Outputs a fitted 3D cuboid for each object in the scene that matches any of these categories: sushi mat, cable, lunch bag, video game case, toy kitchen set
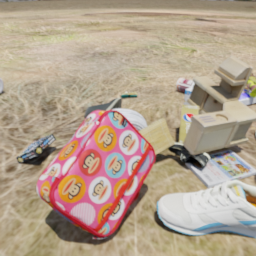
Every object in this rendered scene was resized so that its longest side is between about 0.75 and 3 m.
[{"bbox_3d":[0.393,0.572,8.481,2.088,0.999,0.126,-29,26,-11],"label":"sushi mat"},{"bbox_3d":[-0.259,0.204,8.783,1.776,1.776,0.615,14,41,-25],"label":"cable"},{"bbox_3d":[-0.551,1.125,6.648,1.076,2.313,2.626,1,51,52],"label":"lunch bag"},{"bbox_3d":[2.872,1.240,8.747,1.762,0.159,1.262,-11,31,-18],"label":"video game case"},{"bbox_3d":[2.553,-1.011,9.072,2.453,2.218,2.719,-9,40,-28],"label":"toy kitchen set"}]

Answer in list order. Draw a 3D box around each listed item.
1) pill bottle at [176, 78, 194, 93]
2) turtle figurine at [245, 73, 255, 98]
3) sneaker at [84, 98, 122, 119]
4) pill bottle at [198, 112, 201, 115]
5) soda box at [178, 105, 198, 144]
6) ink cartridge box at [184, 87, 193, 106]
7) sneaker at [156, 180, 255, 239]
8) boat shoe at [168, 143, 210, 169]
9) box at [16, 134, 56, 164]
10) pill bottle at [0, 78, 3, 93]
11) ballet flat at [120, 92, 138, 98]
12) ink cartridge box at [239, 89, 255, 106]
[{"bbox_3d":[3.084,-2.063,14.092,1.175,0.671,0.671,23,36,35],"label":"pill bottle"},{"bbox_3d":[5.884,-2.108,13.346,2.567,0.827,2.070,26,29,-29],"label":"turtle figurine"},{"bbox_3d":[-1.018,-0.852,11.877,1.014,0.714,1.908,15,34,20],"label":"sneaker"},{"bbox_3d":[3.142,-0.737,11.534,0.874,0.874,1.542,24,37,36],"label":"pill bottle"},{"bbox_3d":[2.116,0.064,9.814,0.620,0.656,1.937,5,46,11],"label":"soda box"},{"bbox_3d":[2.930,-1.271,12.452,0.661,0.897,0.649,23,35,35],"label":"ink cartridge box"},{"bbox_3d":[2.156,1.821,6.667,2.948,1.191,1.128,1,31,4],"label":"sneaker"},{"bbox_3d":[1.824,0.854,8.775,1.385,0.497,0.468,21,58,32],"label":"boat shoe"},{"bbox_3d":[-3.031,0.672,9.251,0.883,0.256,1.111,-21,19,29],"label":"box"},{"bbox_3d":[-7.250,-2.224,13.969,1.807,1.047,1.047,15,32,22],"label":"pill bottle"},{"bbox_3d":[0.022,-1.627,13.669,0.885,0.313,0.313,-3,29,-14],"label":"ballet flat"},{"bbox_3d":[4.804,-1.549,13.373,2.000,0.434,1.981,-11,30,-24],"label":"ink cartridge box"}]
